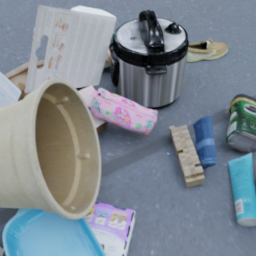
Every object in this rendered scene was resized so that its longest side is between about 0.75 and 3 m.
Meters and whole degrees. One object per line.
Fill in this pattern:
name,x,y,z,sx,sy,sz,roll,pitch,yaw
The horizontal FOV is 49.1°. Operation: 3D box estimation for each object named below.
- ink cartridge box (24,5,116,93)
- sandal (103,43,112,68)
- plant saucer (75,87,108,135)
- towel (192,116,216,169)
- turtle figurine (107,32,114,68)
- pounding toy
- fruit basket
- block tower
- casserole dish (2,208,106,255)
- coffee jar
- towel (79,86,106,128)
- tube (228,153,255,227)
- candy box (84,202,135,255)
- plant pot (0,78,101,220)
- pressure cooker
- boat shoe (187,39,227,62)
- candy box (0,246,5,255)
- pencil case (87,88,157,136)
ink cartridge box,-1.673,-2.203,7.835,0.702,2.255,2.803,35,31,28
sandal,-0.558,-2.964,10.646,2.283,0.654,0.875,-18,63,9
plant saucer,-1.623,-0.609,8.808,2.126,0.389,2.126,3,64,-7
towel,2.145,0.411,7.886,0.341,0.785,1.407,3,71,-10
turtle figurine,-0.966,-3.297,11.240,1.299,0.874,1.736,-36,85,-1
pounding toy,-3.012,-1.076,8.788,1.570,1.575,2.745,-25,8,24
fruit basket,-3.972,-0.420,7.876,2.448,2.643,1.239,37,14,29
block tower,1.657,0.737,8.028,0.542,0.506,1.873,-14,48,2
casserole dish,-1.425,2.574,5.635,1.636,0.524,2.701,-28,53,-20
coffee jar,3.539,-0.195,8.492,0.980,0.802,1.880,23,48,2
towel,-1.289,-0.502,8.363,1.305,0.210,1.247,-33,88,-31
tube,3.010,1.552,7.332,0.745,0.485,1.925,-27,38,36
candy box,-0.710,2.608,6.344,1.413,0.602,1.684,10,48,9
plant pot,-2.242,0.591,5.819,2.506,2.737,2.737,-11,46,14
pressure cooker,0.721,-2.337,9.279,2.496,2.838,2.535,34,57,27
boat shoe,3.213,-3.250,11.535,2.088,0.693,0.773,-16,50,-14
candy box,-3.362,2.965,5.278,0.728,1.708,2.036,8,49,7
pencil case,-0.159,-0.459,8.058,1.963,0.858,0.858,23,50,-2
